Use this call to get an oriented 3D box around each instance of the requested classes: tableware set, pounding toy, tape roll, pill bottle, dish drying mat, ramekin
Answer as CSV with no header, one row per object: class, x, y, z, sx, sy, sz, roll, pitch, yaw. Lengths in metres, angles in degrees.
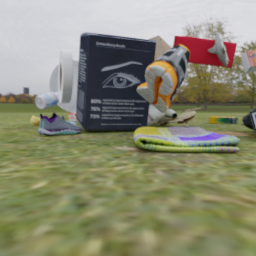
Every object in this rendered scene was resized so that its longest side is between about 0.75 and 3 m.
tableware set,1.905,-0.286,11.091,1.245,0.377,1.883,-31,14,-33
pounding toy,0.353,-2.667,10.533,2.107,1.097,2.399,-12,-10,27
tape roll,-2.065,-1.667,9.165,0.320,1.752,1.752,1,3,-18
pill bottle,-2.916,-1.030,10.359,0.508,0.508,0.935,3,19,33
dish drying mat,2.723,-2.741,10.103,2.342,0.899,0.213,4,16,-9
ramekin,-2.278,-1.881,12.722,2.351,2.351,1.095,1,10,16

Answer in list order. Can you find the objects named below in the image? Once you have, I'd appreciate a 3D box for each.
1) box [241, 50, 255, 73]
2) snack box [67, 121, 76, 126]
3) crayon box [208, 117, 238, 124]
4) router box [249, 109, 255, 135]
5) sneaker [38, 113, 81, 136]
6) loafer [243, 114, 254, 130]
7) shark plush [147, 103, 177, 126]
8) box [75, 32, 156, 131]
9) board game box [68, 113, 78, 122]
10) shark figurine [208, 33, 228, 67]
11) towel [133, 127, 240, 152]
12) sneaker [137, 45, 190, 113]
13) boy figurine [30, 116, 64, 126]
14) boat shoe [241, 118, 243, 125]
box,4.585,-2.390,9.983,0.851,0.648,0.452,-9,-19,-4
snack box,-2.370,-0.075,9.516,0.888,0.284,1.528,-2,4,-25
crayon box,4.513,-0.373,13.602,1.310,0.333,0.832,3,5,44
router box,4.199,-0.385,6.859,2.164,0.719,2.752,-16,-3,25
sneaker,-1.802,-0.112,7.649,0.503,0.592,1.352,3,3,37
loafer,4.545,-0.204,8.562,1.933,0.656,0.678,4,-5,2
shark plush,0.957,-0.837,11.645,1.328,1.217,2.923,41,13,-16
box,-0.451,-1.402,8.681,2.058,2.781,1.451,1,15,-21
board game box,-2.171,-0.579,15.518,1.530,0.468,2.019,-3,5,-42
shark figurine,3.114,-2.915,9.913,0.607,1.454,0.869,-15,-20,24
towel,0.994,0.185,5.693,1.793,0.284,2.497,1,4,2
sneaker,0.916,-1.133,6.947,0.985,0.972,2.516,38,-13,1
boy figurine,-3.402,-0.297,11.825,1.360,0.438,0.845,1,6,-14
boat shoe,5.472,-0.302,12.022,1.169,0.395,0.421,3,5,39
